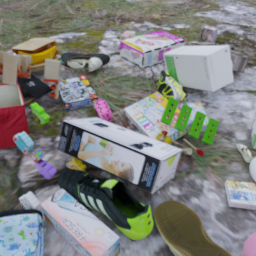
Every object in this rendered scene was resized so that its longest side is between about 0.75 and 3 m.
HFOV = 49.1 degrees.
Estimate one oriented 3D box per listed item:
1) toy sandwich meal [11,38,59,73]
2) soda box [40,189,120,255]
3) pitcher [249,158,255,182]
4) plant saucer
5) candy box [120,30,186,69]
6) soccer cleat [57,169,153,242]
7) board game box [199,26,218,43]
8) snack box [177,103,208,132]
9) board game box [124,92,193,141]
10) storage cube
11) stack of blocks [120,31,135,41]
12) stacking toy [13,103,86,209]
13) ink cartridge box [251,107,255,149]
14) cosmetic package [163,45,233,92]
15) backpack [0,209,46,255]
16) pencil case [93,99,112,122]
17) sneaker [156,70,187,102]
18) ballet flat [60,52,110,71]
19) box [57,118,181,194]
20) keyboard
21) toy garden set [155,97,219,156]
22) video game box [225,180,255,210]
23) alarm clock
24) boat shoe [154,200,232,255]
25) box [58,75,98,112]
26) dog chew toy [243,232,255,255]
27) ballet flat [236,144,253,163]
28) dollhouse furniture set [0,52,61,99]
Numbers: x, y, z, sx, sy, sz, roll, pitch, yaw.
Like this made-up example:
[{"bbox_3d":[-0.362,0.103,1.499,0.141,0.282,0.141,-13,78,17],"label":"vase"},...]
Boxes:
[{"bbox_3d":[-4.150,-3.022,11.611,2.837,0.972,2.837,-4,26,2],"label":"toy sandwich meal"},{"bbox_3d":[-0.994,2.040,5.704,1.801,0.572,0.616,29,47,32],"label":"soda box"},{"bbox_3d":[3.473,1.238,6.803,0.893,0.631,1.041,24,33,-20],"label":"pitcher"},{"bbox_3d":[-4.319,-1.172,10.084,2.335,0.344,2.335,0,37,0],"label":"plant saucer"},{"bbox_3d":[1.134,-3.722,13.029,2.581,0.787,1.760,-25,45,-29],"label":"candy box"},{"bbox_3d":[-0.547,1.415,6.103,2.578,1.045,0.870,25,42,28],"label":"soccer cleat"},{"bbox_3d":[4.245,-4.955,14.761,0.389,0.641,0.804,-31,47,-33],"label":"board game box"},{"bbox_3d":[2.064,-0.348,9.007,0.832,0.310,1.170,-2,40,-4],"label":"snack box"},{"bbox_3d":[0.906,-0.286,8.678,1.303,0.332,1.939,-29,44,-12],"label":"board game box"},{"bbox_3d":[-3.653,-0.310,8.006,1.333,1.402,1.560,-12,41,-22],"label":"storage cube"},{"bbox_3d":[-0.017,-4.917,15.017,0.526,0.268,0.914,15,40,19],"label":"stack of blocks"},{"bbox_3d":[-2.199,0.643,6.550,2.186,0.514,1.649,54,45,-1],"label":"stacking toy"},{"bbox_3d":[4.019,-0.152,8.183,0.598,1.036,1.418,11,38,14],"label":"ink cartridge box"},{"bbox_3d":[2.432,-2.173,9.967,1.025,1.300,2.417,-26,23,-19],"label":"cosmetic package"},{"bbox_3d":[-2.090,2.197,5.302,1.076,1.014,1.318,3,51,-23],"label":"backpack"},{"bbox_3d":[-0.842,-0.563,9.237,0.446,0.432,0.952,13,28,-32],"label":"pencil case"},{"bbox_3d":[1.559,-1.491,10.347,0.709,0.700,1.856,8,39,-19],"label":"sneaker"},{"bbox_3d":[-1.747,-2.688,11.608,2.084,0.709,0.713,-2,51,-13],"label":"ballet flat"},{"bbox_3d":[-0.193,0.545,6.950,2.668,0.802,1.556,21,13,25],"label":"box"},{"bbox_3d":[-3.565,-1.417,10.189,0.992,0.378,1.907,-30,43,-29],"label":"keyboard"},{"bbox_3d":[1.569,0.125,7.792,1.648,0.329,1.374,25,79,-14],"label":"toy garden set"},{"bbox_3d":[2.687,1.571,6.578,0.695,0.179,0.763,7,31,6],"label":"video game box"},{"bbox_3d":[3.934,-2.810,11.266,1.803,0.890,2.673,18,25,8],"label":"alarm clock"},{"bbox_3d":[1.277,2.296,5.308,0.845,0.729,2.317,-27,35,-20],"label":"boat shoe"},{"bbox_3d":[-1.894,-1.310,10.248,1.215,0.354,1.774,-13,39,-17],"label":"box"},{"bbox_3d":[3.215,1.795,4.908,2.780,1.731,1.731,-38,45,-2],"label":"dog chew toy"},{"bbox_3d":[3.257,0.652,7.777,0.261,0.241,0.773,5,37,-12],"label":"ballet flat"},{"bbox_3d":[-3.491,-1.748,9.248,2.408,1.254,2.434,6,13,-12],"label":"dollhouse furniture set"}]
